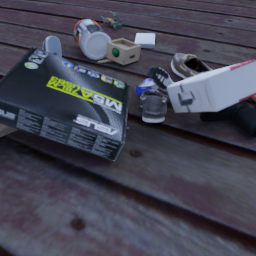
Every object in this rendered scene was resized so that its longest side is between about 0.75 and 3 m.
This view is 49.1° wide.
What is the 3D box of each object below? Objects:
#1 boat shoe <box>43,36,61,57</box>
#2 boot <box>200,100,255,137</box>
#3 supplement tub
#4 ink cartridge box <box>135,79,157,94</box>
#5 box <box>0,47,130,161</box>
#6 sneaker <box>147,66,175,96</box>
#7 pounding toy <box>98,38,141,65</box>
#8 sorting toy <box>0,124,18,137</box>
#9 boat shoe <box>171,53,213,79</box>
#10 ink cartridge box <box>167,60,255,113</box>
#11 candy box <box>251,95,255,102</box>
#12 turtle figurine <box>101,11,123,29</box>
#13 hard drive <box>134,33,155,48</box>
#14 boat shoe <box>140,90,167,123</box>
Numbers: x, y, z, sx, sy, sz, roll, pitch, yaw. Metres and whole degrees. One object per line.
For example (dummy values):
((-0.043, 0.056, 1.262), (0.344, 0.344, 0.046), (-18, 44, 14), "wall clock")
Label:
((-2.381, -1.969, 8.623), (0.601, 1.629, 0.556), (-15, 18, -35), "boat shoe")
((2.800, -0.235, 7.155), (1.531, 0.566, 1.254), (-19, 47, -21), "boot")
((-1.426, -3.454, 10.743), (1.121, 1.121, 1.829), (-14, 40, -17), "supplement tub")
((0.637, -1.269, 8.385), (0.494, 0.232, 1.050), (-1, 21, 23), "ink cartridge box")
((-1.417, -0.722, 6.776), (2.872, 0.682, 2.774), (20, 32, -10), "box")
((1.012, -1.245, 7.936), (1.438, 0.478, 0.651), (31, -2, -26), "sneaker")
((-0.330, -2.675, 10.173), (1.040, 0.803, 1.130), (30, 39, 27), "pounding toy")
((-4.270, -0.329, 6.258), (2.664, 0.927, 2.648), (46, 45, 13), "sorting toy")
((2.091, -1.950, 9.130), (0.890, 0.738, 2.478), (-7, 39, -9), "boat shoe")
((1.947, -0.915, 6.600), (1.328, 0.750, 1.810), (-22, 9, -15), "ink cartridge box")
((4.359, -1.203, 8.277), (1.572, 0.435, 0.908), (-15, 50, -15), "candy box")
((-0.767, -5.080, 13.300), (0.791, 0.532, 1.056), (-40, 67, -22), "turtle figurine")
((0.714, -3.719, 11.851), (0.816, 0.165, 1.237), (4, 39, 5), "hard drive")
((0.676, -0.715, 7.181), (0.725, 0.618, 2.169), (4, 18, 2), "boat shoe")
